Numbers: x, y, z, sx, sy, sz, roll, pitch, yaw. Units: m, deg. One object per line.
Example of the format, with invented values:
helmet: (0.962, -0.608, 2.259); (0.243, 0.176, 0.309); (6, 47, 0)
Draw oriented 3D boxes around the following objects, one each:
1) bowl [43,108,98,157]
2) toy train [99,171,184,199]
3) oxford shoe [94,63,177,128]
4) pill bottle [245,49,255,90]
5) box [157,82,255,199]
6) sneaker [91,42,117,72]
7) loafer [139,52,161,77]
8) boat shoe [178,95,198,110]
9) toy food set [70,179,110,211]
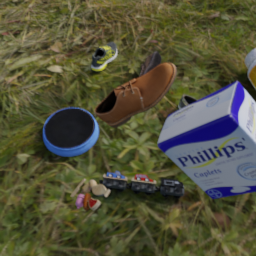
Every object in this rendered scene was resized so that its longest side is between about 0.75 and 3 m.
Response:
bowl: (-2.332, 0.096, 11.285); (2.233, 0.438, 2.233); (0, 54, 0)
toy train: (0.478, 1.963, 9.894); (2.992, 0.510, 0.685); (6, 51, 3)
oxford shoe: (0.173, -0.998, 8.181); (2.769, 0.987, 0.988); (-37, 51, 20)
pill bottle: (6.258, -2.193, 12.223); (1.593, 1.593, 2.825); (-9, 54, -6)
box: (2.517, 0.494, 7.405); (2.564, 2.358, 1.345); (43, 49, -17)
sneaker: (-1.122, -3.650, 13.723); (0.767, 0.871, 2.059); (20, 56, 13)
loafer: (0.950, -2.672, 13.227); (0.756, 0.777, 2.129); (-8, 45, 42)
boat shoe: (3.061, -0.641, 11.688); (2.137, 0.639, 0.764); (35, 61, 23)
toy food set: (-0.852, 1.530, 6.207); (0.718, 0.178, 1.129); (-52, 30, -16)
